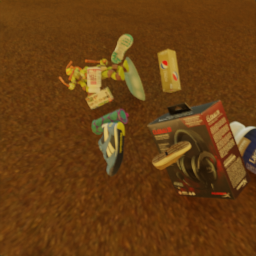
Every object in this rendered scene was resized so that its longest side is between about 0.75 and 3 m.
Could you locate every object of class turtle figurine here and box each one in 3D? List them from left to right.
[{"bbox_3d":[-2.137,-2.194,12.377,1.602,0.640,1.986,37,28,-27],"label":"turtle figurine"},{"bbox_3d":[-1.127,-2.259,11.522,2.070,0.827,2.567,3,26,20],"label":"turtle figurine"}]

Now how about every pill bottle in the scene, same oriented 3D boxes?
[{"bbox_3d":[-1.274,-1.778,10.482,0.509,0.898,0.509,-1,5,0],"label":"pill bottle"},{"bbox_3d":[4.621,0.848,9.998,1.448,1.448,2.503,-25,40,-27],"label":"pill bottle"}]

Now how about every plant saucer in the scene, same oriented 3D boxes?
[{"bbox_3d":[0.172,-2.247,13.334,0.422,2.191,2.191,-23,42,-4],"label":"plant saucer"}]

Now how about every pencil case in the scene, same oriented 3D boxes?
[{"bbox_3d":[-0.676,-0.211,10.067,1.340,0.570,0.619,-21,-5,30],"label":"pencil case"}]

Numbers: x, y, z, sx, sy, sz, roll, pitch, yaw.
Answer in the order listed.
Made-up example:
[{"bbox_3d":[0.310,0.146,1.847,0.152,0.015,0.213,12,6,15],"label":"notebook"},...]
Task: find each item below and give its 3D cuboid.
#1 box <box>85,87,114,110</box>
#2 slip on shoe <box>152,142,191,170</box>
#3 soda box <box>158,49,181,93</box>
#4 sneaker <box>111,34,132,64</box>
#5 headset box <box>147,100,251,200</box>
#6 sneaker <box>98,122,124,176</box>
[{"bbox_3d":[-1.317,-1.328,12.909,1.191,0.655,0.207,-22,14,22],"label":"box"},{"bbox_3d":[1.201,0.764,7.510,1.127,0.342,0.429,-33,23,12],"label":"slip on shoe"},{"bbox_3d":[1.665,-2.295,11.363,0.524,1.637,0.555,-11,-5,43],"label":"soda box"},{"bbox_3d":[-0.350,-3.565,12.787,0.606,0.712,1.562,34,78,-10],"label":"sneaker"},{"bbox_3d":[2.032,0.594,8.452,1.115,2.887,2.149,-32,12,-37],"label":"headset box"},{"bbox_3d":[-0.591,0.709,9.557,0.766,1.863,0.689,6,4,21],"label":"sneaker"}]
